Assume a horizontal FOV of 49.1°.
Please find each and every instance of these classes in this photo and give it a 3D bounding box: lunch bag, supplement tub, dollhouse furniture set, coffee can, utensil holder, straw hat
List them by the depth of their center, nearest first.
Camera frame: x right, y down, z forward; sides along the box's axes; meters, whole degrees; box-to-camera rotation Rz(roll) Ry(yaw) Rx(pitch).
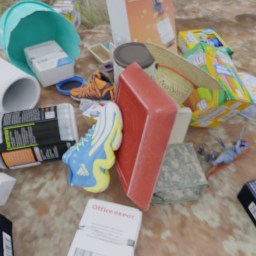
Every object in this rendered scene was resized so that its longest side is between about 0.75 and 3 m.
[{"bbox_3d":[1.117,-1.102,7.028,2.500,2.500,1.058,35,101,27],"label":"straw hat"},{"bbox_3d":[1.121,1.325,7.998,1.787,1.051,1.466,-4,49,-10],"label":"lunch bag"},{"bbox_3d":[-2.944,0.285,8.453,2.793,1.711,1.711,-9,49,-8],"label":"supplement tub"},{"bbox_3d":[-4.163,-1.429,9.411,1.821,1.547,1.547,33,56,22],"label":"utensil holder"},{"bbox_3d":[0.202,-1.832,10.108,1.455,1.988,1.455,1,49,-1],"label":"coffee can"},{"bbox_3d":[4.268,-1.214,10.270,1.573,1.000,1.334,30,56,11],"label":"lunch bag"},{"bbox_3d":[-1.200,-3.043,11.332,1.961,1.757,2.475,-28,54,-22],"label":"dollhouse furniture set"}]

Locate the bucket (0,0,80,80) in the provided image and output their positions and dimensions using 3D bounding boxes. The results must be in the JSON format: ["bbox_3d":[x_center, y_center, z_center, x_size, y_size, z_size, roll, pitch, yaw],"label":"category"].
[{"bbox_3d":[-3.572,-3.447,11.032,2.917,2.917,1.898,-30,48,-23],"label":"bucket"}]

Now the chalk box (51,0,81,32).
[{"bbox_3d":[-3.077,-5.566,13.947,1.182,1.176,1.899,6,48,7],"label":"chalk box"}]

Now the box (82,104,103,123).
[{"bbox_3d":[-0.948,-0.422,8.589,0.950,0.197,0.566,20,50,37],"label":"box"}]

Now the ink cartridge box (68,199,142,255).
[{"bbox_3d":[-0.561,2.894,6.757,1.436,0.827,1.967,12,50,10],"label":"ink cartridge box"}]

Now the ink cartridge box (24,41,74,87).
[{"bbox_3d":[-3.157,-2.596,11.177,1.339,0.773,1.835,-24,51,-22],"label":"ink cartridge box"}]

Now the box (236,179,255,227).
[{"bbox_3d":[3.979,2.036,7.499,1.395,0.867,1.406,-13,50,-13],"label":"box"}]

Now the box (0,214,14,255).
[{"bbox_3d":[-3.804,3.069,6.229,2.223,1.160,1.645,-12,60,-10],"label":"box"}]

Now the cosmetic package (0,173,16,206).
[{"bbox_3d":[-3.569,1.691,7.542,0.489,0.796,0.793,23,87,5],"label":"cosmetic package"}]

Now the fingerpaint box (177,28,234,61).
[{"bbox_3d":[3.385,-3.556,12.453,1.720,0.756,2.061,-10,50,-9],"label":"fingerpaint box"}]

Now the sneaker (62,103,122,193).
[{"bbox_3d":[-0.989,0.528,7.495,1.334,2.540,0.962,6,6,-29],"label":"sneaker"}]

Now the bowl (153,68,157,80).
[{"bbox_3d":[0.829,-2.178,11.364,0.894,0.467,0.894,1,58,-2],"label":"bowl"}]

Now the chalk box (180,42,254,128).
[{"bbox_3d":[2.484,-1.582,9.239,1.693,1.705,2.731,2,60,-43],"label":"chalk box"}]

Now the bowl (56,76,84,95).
[{"bbox_3d":[-2.280,-1.686,11.095,1.106,0.217,1.106,-3,42,2],"label":"bowl"}]

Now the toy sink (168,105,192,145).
[{"bbox_3d":[0.737,-0.151,8.318,1.569,2.407,1.348,-8,55,-7],"label":"toy sink"}]

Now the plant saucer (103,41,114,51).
[{"bbox_3d":[0.205,-3.927,13.126,2.751,0.261,0.962,-17,51,-13],"label":"plant saucer"}]

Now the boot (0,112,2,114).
[{"bbox_3d":[-4.198,-1.062,10.395,1.209,0.566,1.556,6,55,2],"label":"boot"}]

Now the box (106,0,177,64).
[{"bbox_3d":[0.585,-4.015,11.189,2.152,2.826,1.503,-21,28,-21],"label":"box"}]

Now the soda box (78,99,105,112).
[{"bbox_3d":[-1.014,-0.614,9.529,1.250,0.427,0.396,17,-1,-29],"label":"soda box"}]

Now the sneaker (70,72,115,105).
[{"bbox_3d":[-1.295,-1.498,10.063,1.901,1.065,0.738,8,31,22],"label":"sneaker"}]

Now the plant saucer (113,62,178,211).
[{"bbox_3d":[0.086,0.103,7.351,0.543,2.960,2.954,1,30,-20],"label":"plant saucer"}]

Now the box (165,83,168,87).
[{"bbox_3d":[1.993,-1.670,11.113,1.037,0.195,0.708,-4,48,-10],"label":"box"}]

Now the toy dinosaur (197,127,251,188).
[{"bbox_3d":[3.096,0.849,8.850,1.755,1.934,1.015,7,5,-21],"label":"toy dinosaur"}]
